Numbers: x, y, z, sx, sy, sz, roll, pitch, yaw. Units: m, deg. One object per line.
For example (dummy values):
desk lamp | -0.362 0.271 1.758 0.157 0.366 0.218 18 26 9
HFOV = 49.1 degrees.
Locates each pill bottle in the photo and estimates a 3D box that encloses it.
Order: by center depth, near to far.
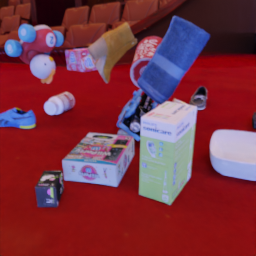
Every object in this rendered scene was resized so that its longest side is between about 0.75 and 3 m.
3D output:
pill bottle | -3.714 -1.282 15.090 0.962 0.962 1.715 8 22 19

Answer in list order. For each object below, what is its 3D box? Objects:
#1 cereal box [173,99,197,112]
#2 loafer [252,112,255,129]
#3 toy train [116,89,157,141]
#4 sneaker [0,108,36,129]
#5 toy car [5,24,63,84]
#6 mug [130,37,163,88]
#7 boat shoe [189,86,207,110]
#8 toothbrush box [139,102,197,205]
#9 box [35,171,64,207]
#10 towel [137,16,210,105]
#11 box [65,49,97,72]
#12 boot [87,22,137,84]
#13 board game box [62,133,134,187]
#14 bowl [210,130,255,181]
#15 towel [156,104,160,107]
cereal box | 3.110 -1.213 15.417 0.925 0.254 1.286 19 14 -23
loafer | 6.229 -0.402 13.203 0.666 0.644 1.897 2 16 29
toy train | 0.324 -0.456 11.934 1.295 1.707 2.988 36 31 -9
sneaker | -5.511 -0.548 13.207 2.460 0.965 0.811 3 23 13
toy car | -3.485 -2.850 11.483 1.852 2.094 1.930 -32 -6 28
mug | 1.113 -3.256 13.037 1.855 2.468 2.781 19 34 0
boat shoe | 4.202 -1.815 16.666 0.954 0.813 2.853 7 22 17
toothbrush box | 1.149 0.648 8.018 1.028 2.387 1.738 13 26 27
box | -2.157 1.678 7.766 0.550 0.658 0.885 0 21 0
towel | 1.392 -2.203 9.227 0.655 2.698 1.507 14 27 -43
box | -1.921 -2.903 11.907 0.917 0.878 1.839 -15 21 -28
boot | -0.419 -2.604 10.036 1.685 0.828 2.354 -32 -19 -4
board game box | -0.892 0.979 9.480 1.752 0.763 2.374 4 22 13
bowl | 3.885 0.949 9.316 2.319 0.865 2.315 8 25 18
towel | 1.200 -0.882 14.977 2.751 0.313 1.981 6 22 16
